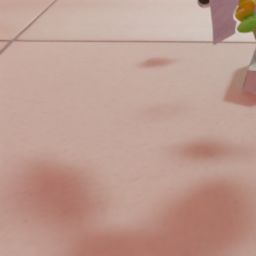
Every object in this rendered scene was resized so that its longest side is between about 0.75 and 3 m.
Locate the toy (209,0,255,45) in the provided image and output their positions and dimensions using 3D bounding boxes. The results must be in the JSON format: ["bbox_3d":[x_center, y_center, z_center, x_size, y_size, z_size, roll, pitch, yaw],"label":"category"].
[{"bbox_3d":[2.017,-2.699,4.808,0.555,1.353,2.351,12,71,-30],"label":"toy"}]

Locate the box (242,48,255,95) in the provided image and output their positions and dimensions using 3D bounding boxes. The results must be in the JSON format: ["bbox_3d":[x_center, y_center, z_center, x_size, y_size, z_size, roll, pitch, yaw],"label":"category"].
[{"bbox_3d":[3.947,-1.718,8.148,0.838,0.697,2.040,16,41,20],"label":"box"}]

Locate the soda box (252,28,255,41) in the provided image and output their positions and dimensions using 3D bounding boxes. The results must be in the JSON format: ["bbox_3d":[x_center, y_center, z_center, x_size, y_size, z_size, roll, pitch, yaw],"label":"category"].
[{"bbox_3d":[2.941,-1.490,3.662,2.242,0.759,0.718,-21,-4,12],"label":"soda box"}]

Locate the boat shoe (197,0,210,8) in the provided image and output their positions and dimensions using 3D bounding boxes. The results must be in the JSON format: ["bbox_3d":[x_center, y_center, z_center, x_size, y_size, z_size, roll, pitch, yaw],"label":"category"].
[{"bbox_3d":[3.116,-4.700,9.031,2.002,0.637,0.708,-40,75,1],"label":"boat shoe"}]
